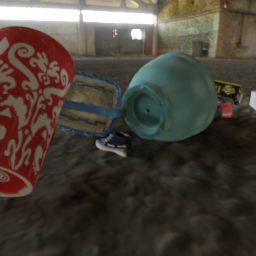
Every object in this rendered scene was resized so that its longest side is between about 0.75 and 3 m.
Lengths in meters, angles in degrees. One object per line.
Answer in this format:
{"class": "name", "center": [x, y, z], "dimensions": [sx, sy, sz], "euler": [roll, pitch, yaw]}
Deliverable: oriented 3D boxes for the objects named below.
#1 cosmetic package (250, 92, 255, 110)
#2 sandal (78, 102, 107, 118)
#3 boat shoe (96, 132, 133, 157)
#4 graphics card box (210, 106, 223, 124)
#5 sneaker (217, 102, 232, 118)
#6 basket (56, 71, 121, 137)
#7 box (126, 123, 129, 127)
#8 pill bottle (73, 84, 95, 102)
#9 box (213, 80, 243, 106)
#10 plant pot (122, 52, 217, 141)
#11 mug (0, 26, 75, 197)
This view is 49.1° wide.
{"class": "cosmetic package", "center": [7.121, -1.152, 12.394], "dimensions": [2.952, 0.747, 1.218], "euler": [2, 17, 7]}
{"class": "sandal", "center": [-1.815, -0.745, 11.054], "dimensions": [2.875, 0.616, 1.093], "euler": [1, 13, -8]}
{"class": "boat shoe", "center": [-0.414, 0.335, 7.777], "dimensions": [1.271, 0.589, 0.474], "euler": [13, 30, 35]}
{"class": "graphics card box", "center": [2.216, -0.363, 9.508], "dimensions": [1.336, 0.542, 2.130], "euler": [-3, 8, 38]}
{"class": "sneaker", "center": [3.483, -0.738, 11.270], "dimensions": [1.431, 0.621, 0.528], "euler": [-3, 17, -8]}
{"class": "basket", "center": [-1.491, -0.762, 8.767], "dimensions": [2.501, 1.973, 2.836], "euler": [12, 11, -5]}
{"class": "box", "center": [0.686, -0.712, 10.913], "dimensions": [1.717, 0.524, 2.168], "euler": [-10, 18, 0]}
{"class": "pill bottle", "center": [-1.794, -1.485, 10.788], "dimensions": [0.735, 0.735, 1.228], "euler": [-14, -12, -38]}
{"class": "box", "center": [3.544, -1.639, 12.104], "dimensions": [2.514, 0.620, 2.008], "euler": [18, 5, 25]}
{"class": "plant pot", "center": [0.955, -0.703, 8.108], "dimensions": [2.647, 2.647, 1.773], "euler": [15, 30, 39]}
{"class": "mug", "center": [-2.162, -0.144, 5.894], "dimensions": [1.998, 2.658, 2.995], "euler": [-17, 50, 29]}
